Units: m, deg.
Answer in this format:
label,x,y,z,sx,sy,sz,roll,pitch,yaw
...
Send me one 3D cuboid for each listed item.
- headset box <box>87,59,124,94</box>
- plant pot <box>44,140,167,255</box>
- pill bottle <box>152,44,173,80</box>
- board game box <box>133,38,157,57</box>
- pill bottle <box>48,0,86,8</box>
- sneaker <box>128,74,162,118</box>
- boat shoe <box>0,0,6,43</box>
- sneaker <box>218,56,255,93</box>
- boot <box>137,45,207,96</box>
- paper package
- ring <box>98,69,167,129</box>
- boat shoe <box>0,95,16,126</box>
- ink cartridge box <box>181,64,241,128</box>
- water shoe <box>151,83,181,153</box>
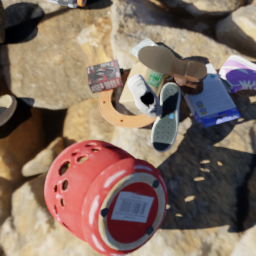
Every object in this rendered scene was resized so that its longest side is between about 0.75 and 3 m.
label,x,y,z,sx,sy,sz,roll,pitch,yaw
headset box,-0.913,-2.193,11.811,1.518,0.569,1.128,-13,55,6
plant pot,-0.593,1.996,8.056,2.942,2.942,2.679,-44,30,-19
pill bottle,1.389,-2.770,11.771,1.495,0.854,0.854,35,65,-19
board game box,1.000,-3.347,12.695,0.977,0.426,1.324,-40,69,-17
pill bottle,-3.038,-6.575,13.984,1.811,0.962,0.962,16,65,8
sneaker,0.624,-0.807,9.124,0.765,2.048,0.840,-35,52,9
boat shoe,-6.466,-5.266,13.307,0.959,1.022,2.838,-6,66,-5
sneaker,5.109,-1.810,11.694,2.760,1.000,1.574,30,70,25
boot,1.655,-1.989,10.341,2.497,2.679,0.861,24,91,11
paper package,0.566,-1.600,10.760,0.888,1.636,1.716,23,84,-22
ring,0.231,-1.229,11.536,2.973,0.285,2.973,-4,59,7
boat shoe,-5.565,-0.429,11.006,0.946,0.851,2.621,38,70,17
ink cartridge box,3.239,-1.293,11.588,1.654,0.582,2.772,-16,63,-10
water shoe,1.563,-0.328,10.359,0.916,1.011,2.562,13,93,22
